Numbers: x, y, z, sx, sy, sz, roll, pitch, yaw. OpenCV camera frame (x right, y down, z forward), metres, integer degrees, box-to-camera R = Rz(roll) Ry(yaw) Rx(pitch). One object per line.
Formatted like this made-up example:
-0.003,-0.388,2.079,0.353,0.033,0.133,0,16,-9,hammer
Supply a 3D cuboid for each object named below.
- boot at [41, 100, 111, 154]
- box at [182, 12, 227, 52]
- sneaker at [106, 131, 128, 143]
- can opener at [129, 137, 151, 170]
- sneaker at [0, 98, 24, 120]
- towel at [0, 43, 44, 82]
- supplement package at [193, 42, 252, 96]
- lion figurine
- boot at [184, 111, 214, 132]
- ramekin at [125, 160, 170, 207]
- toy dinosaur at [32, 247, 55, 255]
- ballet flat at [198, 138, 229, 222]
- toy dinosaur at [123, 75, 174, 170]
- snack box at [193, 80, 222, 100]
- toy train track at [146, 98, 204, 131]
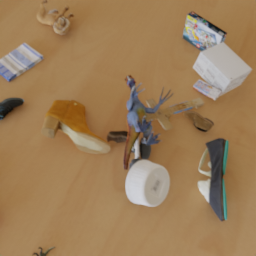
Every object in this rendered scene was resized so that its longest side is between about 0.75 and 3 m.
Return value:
-1.727,-0.168,10.251,2.574,0.906,1.843,19,43,-7,boot
3.278,-4.029,12.233,0.359,1.300,1.904,-38,66,-20,box
-0.292,0.356,10.198,1.059,0.400,0.373,7,38,-26,sneaker
0.394,1.308,9.463,0.794,0.628,2.388,7,60,-5,can opener
-4.789,-0.659,10.755,1.684,0.617,0.690,-21,81,-8,sneaker
-4.818,-2.901,12.201,1.380,0.224,1.879,38,67,21,towel
3.767,-2.394,11.295,1.324,0.943,1.700,-28,68,-24,supplement package
-3.594,-5.188,13.300,2.449,0.888,1.500,21,68,28,lion figurine
2.536,-0.248,10.433,1.220,0.449,0.460,30,70,32,boot
0.648,1.720,8.569,0.680,1.396,1.396,7,51,47,ramekin
-2.593,3.761,8.293,0.372,0.200,0.844,41,66,5,toy dinosaur
2.784,1.621,9.188,1.014,1.014,2.775,9,64,5,ballet flat
0.135,-0.609,9.663,2.974,1.562,2.699,-44,36,7,toy dinosaur
3.160,-1.531,11.216,0.408,0.138,1.134,-47,54,-3,snack box
1.658,-0.572,10.733,2.717,0.442,1.558,-18,56,-18,toy train track
